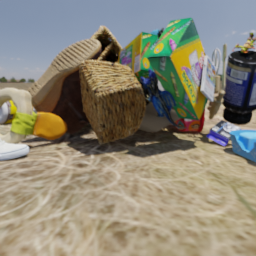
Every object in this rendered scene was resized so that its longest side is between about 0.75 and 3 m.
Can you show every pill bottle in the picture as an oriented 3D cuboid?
[{"bbox_3d":[-5.355,-0.922,13.296,1.242,1.242,2.273,5,11,25],"label":"pill bottle"},{"bbox_3d":[3.918,-1.333,9.583,1.306,2.336,1.306,-1,33,1],"label":"pill bottle"}]

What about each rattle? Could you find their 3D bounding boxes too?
[{"bbox_3d":[-3.642,-0.156,8.551,2.738,1.783,1.956,-17,1,24],"label":"rattle"}]

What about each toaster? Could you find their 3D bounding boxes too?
[{"bbox_3d":[0.973,-1.475,9.935,1.641,2.500,2.765,19,-28,-22],"label":"toaster"}]

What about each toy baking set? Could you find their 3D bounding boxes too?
[{"bbox_3d":[2.834,-1.474,9.230,0.288,1.901,2.477,0,-24,3],"label":"toy baking set"}]

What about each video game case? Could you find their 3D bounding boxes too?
[{"bbox_3d":[2.235,-1.347,7.759,0.095,1.057,0.757,-1,-18,37],"label":"video game case"}]

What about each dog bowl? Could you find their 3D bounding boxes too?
[{"bbox_3d":[3.499,0.503,7.157,1.239,0.551,2.222,-2,9,-11],"label":"dog bowl"}]

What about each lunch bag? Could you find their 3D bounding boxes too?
[{"bbox_3d":[2.369,-1.101,11.266,1.059,2.278,2.586,-1,10,0],"label":"lunch bag"}]

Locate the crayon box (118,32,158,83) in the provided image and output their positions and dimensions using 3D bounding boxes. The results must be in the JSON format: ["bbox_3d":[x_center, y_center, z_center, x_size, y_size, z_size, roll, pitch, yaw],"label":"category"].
[{"bbox_3d":[0.248,-2.117,8.952,0.567,1.155,1.945,5,-6,-22],"label":"crayon box"}]

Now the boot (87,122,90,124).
[{"bbox_3d":[-2.251,-1.021,12.186,0.919,1.641,2.372,-30,-13,26],"label":"boot"}]

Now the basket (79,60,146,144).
[{"bbox_3d":[-0.456,-0.876,8.307,1.545,2.164,1.612,-17,52,-17],"label":"basket"}]

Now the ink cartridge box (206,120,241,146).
[{"bbox_3d":[2.915,0.140,8.631,0.765,0.166,0.758,-39,38,-14],"label":"ink cartridge box"}]

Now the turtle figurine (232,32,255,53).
[{"bbox_3d":[3.921,-2.703,9.061,0.329,0.824,1.022,42,-4,-21],"label":"turtle figurine"}]

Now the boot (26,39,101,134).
[{"bbox_3d":[-1.646,-1.289,9.433,1.081,2.988,2.485,53,5,37],"label":"boot"}]

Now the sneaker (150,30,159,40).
[{"bbox_3d":[1.515,-3.340,13.199,1.044,2.729,1.102,-17,-19,21],"label":"sneaker"}]

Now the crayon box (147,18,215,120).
[{"bbox_3d":[1.554,-1.513,7.665,0.704,1.435,2.416,9,-31,39],"label":"crayon box"}]

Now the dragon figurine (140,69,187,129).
[{"bbox_3d":[0.941,-0.680,7.715,0.566,1.923,0.956,-32,-3,-1],"label":"dragon figurine"}]

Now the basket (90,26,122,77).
[{"bbox_3d":[-1.116,-2.030,10.876,1.981,2.776,2.068,36,-21,-5],"label":"basket"}]

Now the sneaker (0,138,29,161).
[{"bbox_3d":[-3.479,0.464,7.065,1.830,0.648,0.668,-2,10,-10],"label":"sneaker"}]
